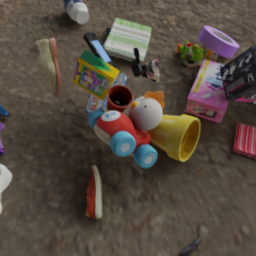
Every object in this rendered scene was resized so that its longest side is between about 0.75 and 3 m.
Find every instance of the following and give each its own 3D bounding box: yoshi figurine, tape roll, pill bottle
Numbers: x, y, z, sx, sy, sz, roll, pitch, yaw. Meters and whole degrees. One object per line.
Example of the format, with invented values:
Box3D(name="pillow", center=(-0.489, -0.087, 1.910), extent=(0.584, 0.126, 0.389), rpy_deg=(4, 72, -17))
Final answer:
Box3D(name="yoshi figurine", center=(3.020, -3.596, 13.414), extent=(0.852, 0.855, 1.521), rpy_deg=(18, 15, -33))
Box3D(name="tape roll", center=(4.285, -4.098, 13.344), extent=(1.885, 0.618, 1.885), rpy_deg=(21, 35, -15))
Box3D(name="pill bottle", center=(-2.847, -6.503, 15.319), extent=(1.024, 1.024, 1.845), rpy_deg=(-24, 58, -16))

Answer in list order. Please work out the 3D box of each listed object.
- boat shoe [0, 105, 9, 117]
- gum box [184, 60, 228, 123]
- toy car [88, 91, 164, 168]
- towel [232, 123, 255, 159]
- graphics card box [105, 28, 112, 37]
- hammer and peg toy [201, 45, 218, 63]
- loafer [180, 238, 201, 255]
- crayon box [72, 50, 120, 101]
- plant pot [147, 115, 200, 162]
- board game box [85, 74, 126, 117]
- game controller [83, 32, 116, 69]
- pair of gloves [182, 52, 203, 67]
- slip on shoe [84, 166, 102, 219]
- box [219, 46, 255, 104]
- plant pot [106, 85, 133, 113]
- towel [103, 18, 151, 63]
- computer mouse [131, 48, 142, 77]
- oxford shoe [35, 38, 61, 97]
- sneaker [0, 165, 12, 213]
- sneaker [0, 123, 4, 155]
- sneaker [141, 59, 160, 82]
Box3D(name="boat shoe", center=(-5.277, -0.687, 11.618), extent=(0.368, 0.300, 0.874), rpy_deg=(-41, 62, -16))
Box3D(name="gum box", center=(3.509, -1.545, 11.835), extent=(1.529, 0.891, 2.694), rpy_deg=(20, 57, 13))
Box3D(name="toy car", center=(0.253, -0.350, 9.525), extent=(2.438, 2.156, 2.247), rpy_deg=(-55, 39, 4))
Box3D(name="towel", center=(5.116, 0.615, 10.721), extent=(1.988, 0.224, 1.438), rpy_deg=(17, 55, 12))
Box3D(name="graphics card box", center=(-0.726, -4.994, 14.733), extent=(0.897, 0.228, 0.563), rpy_deg=(5, 54, 3))
Box3D(name="hammer and peg toy", center=(3.969, -3.724, 13.348), extent=(0.819, 1.113, 0.393), rpy_deg=(17, 15, 11))
Box3D(name="loafer", center=(1.944, 3.670, 8.540), extent=(0.768, 0.276, 0.242), rpy_deg=(-32, 79, -14))
Box3D(name="crayon box", center=(-1.209, -1.845, 10.170), extent=(1.405, 1.628, 0.475), rpy_deg=(31, 61, -5))
Box3D(name="plant pot", center=(1.591, 0.212, 10.259), extent=(1.539, 1.636, 1.636), rpy_deg=(21, 56, 32))
Box3D(name="board game box", center=(-0.897, -1.341, 11.443), extent=(1.295, 0.330, 1.913), rpy_deg=(3, 67, 23))
Box3D(name="game controller", center=(-1.140, -3.060, 11.356), extent=(0.381, 0.944, 1.810), rpy_deg=(-32, 96, 20))
Box3D(name="pair of gloves", center=(3.153, -3.355, 13.579), extent=(1.007, 0.208, 1.184), rpy_deg=(0, 52, 5))
Box3D(name="slip on shoe", center=(-1.192, 2.117, 9.409), extent=(0.560, 0.678, 1.831), rpy_deg=(-5, 59, 2))
Box3D(name="box", center=(5.246, -1.879, 10.927), extent=(2.648, 1.750, 1.519), rpy_deg=(3, 70, -25))
Box3D(name="plant pot", center=(-0.379, -0.939, 10.208), extent=(0.928, 0.903, 0.928), rpy_deg=(6, 65, -13))
Box3D(name="towel", center=(0.012, -4.428, 14.173), extent=(2.070, 0.426, 2.775), rpy_deg=(16, 53, -1))
Box3D(name="computer mouse", center=(0.325, -2.186, 9.367), extent=(0.304, 1.787, 0.524), rpy_deg=(-19, 80, -4))
Box3D(name="oxford shoe", center=(-3.015, -2.242, 10.639), extent=(0.810, 0.777, 2.195), rpy_deg=(-8, 95, -12))
Box3D(name="sneaker", center=(-4.538, 2.171, 9.162), extent=(0.795, 0.935, 2.112), rpy_deg=(4, 55, 1))
Box3D(name="sneaker", center=(-4.985, 0.684, 10.508), extent=(0.785, 0.759, 1.883), rpy_deg=(10, 63, -11))
Box3D(name="sneaker", center=(0.808, -2.178, 10.700), extent=(0.740, 1.715, 0.689), rpy_deg=(-8, 81, 6))
